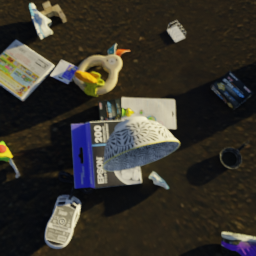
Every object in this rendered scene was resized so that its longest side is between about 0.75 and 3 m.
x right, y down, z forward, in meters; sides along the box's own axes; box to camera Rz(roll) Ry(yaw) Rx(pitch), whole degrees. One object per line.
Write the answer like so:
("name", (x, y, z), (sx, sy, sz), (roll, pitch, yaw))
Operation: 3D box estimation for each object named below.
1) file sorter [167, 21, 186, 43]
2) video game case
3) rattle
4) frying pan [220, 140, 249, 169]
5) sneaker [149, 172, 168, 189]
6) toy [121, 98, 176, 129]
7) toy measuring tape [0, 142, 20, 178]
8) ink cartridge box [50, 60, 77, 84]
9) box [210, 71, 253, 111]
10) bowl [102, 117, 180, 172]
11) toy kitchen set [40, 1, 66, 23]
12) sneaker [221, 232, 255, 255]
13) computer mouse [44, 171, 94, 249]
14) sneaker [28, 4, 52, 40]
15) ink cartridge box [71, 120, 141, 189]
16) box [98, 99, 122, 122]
("file sorter", (2.297, -4.589, 13.284), (0.553, 0.496, 0.797), (-27, 72, -10))
("video game case", (-4.935, -2.641, 12.712), (2.358, 0.270, 2.146), (34, 74, 10))
("rattle", (-1.103, -2.907, 11.924), (2.916, 2.083, 1.899), (-44, 61, -8))
("frying pan", (4.265, 0.988, 11.424), (0.893, 0.240, 1.477), (26, 71, 8))
("sneaker", (1.207, 2.130, 10.990), (0.866, 0.331, 0.350), (40, 82, 20))
("toy", (0.822, -0.557, 11.788), (2.268, 0.535, 1.306), (3, 75, -8))
("toy measuring tape", (-4.963, 1.247, 11.097), (0.672, 0.672, 1.826), (-32, 74, -11))
("ink cartridge box", (-2.869, -2.494, 12.676), (0.961, 0.211, 0.970), (26, 70, 9))
("box", (4.532, -1.644, 12.307), (1.149, 0.333, 1.446), (-37, 74, -12))
("bowl", (0.244, 0.383, 8.412), (2.386, 2.386, 1.120), (-15, 70, -5))
("toy kitchen set", (-3.644, -5.477, 13.453), (0.943, 0.770, 0.851), (-29, 73, -9))
("sneaker", (4.339, 4.434, 9.990), (2.105, 0.732, 1.047), (9, 78, 6))
("computer mouse", (-2.334, 3.075, 10.518), (1.498, 0.599, 2.733), (16, 65, 1))
("sneaker", (-4.173, -5.147, 13.443), (0.832, 0.720, 1.920), (-21, 80, -13))
("ink cartridge box", (-0.851, 0.986, 10.756), (2.544, 0.552, 2.521), (-4, 85, -12))
("box", (-0.727, -0.592, 11.955), (0.991, 0.287, 1.247), (-7, 70, -3))
